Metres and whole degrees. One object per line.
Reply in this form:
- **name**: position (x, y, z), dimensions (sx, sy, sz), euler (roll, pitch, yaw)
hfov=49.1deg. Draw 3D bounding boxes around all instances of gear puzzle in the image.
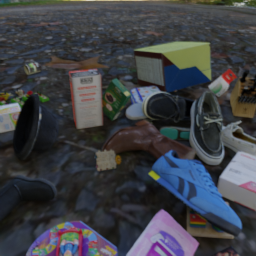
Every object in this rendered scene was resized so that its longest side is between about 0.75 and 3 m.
- **gear puzzle**: position (-0.608, 0.974, 8.536), dimensions (0.153, 0.604, 1.167), euler (-11, -7, 37)

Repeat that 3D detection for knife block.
- **knife block**: position (4.896, -1.657, 11.536), dimensions (0.802, 2.199, 2.505), euler (8, 31, 11)

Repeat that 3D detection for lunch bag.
- **lunch bag**: position (0.804, -1.244, 12.372), dimensions (1.436, 0.677, 1.792), euler (-6, 30, -7)

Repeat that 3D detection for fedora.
- **fedora**: position (-3.007, 0.029, 9.366), dimensions (1.045, 2.288, 2.288), euler (19, 17, -35)

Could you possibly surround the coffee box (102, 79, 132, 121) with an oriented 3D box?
- **coffee box**: position (-0.550, -1.073, 10.963), dimensions (0.945, 1.536, 0.338), euler (47, 46, 11)

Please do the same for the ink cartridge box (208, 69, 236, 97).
- **ink cartridge box**: position (4.408, -2.043, 12.919), dimensions (0.966, 1.200, 0.301), euler (23, 36, -48)

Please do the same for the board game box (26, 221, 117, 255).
- **board game box**: position (-1.214, 2.648, 5.984), dimensions (2.005, 0.390, 1.584), euler (23, 38, 33)

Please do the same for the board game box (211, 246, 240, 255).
- **board game box**: position (2.114, 3.074, 5.388), dimensions (0.974, 0.249, 1.437), euler (-14, 33, -23)

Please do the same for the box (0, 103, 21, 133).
- **box**: position (-4.788, -0.338, 10.669), dimensions (1.427, 0.803, 0.723), euler (-14, 34, -25)

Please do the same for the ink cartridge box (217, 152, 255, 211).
- **ink cartridge box**: position (3.319, 1.423, 7.819), dimensions (1.114, 0.629, 1.521), euler (21, 37, 32)

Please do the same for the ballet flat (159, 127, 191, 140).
- **ballet flat**: position (1.826, 0.200, 10.163), dimensions (1.408, 0.474, 0.448), euler (7, 17, 3)

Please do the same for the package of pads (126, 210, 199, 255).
- **package of pads**: position (0.572, 2.588, 5.496), dimensions (1.061, 0.666, 1.761), euler (40, 44, 11)

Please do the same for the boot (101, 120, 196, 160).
- **boot**: position (0.664, 0.801, 8.885), dimensions (2.255, 0.777, 2.420), euler (-32, 50, -28)

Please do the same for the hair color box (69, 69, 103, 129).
- **hair color box**: position (-1.565, -1.064, 10.572), dimensions (1.080, 2.128, 0.652), euler (-8, 34, -15)

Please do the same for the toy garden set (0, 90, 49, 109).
- **toy garden set**: position (-4.943, -1.433, 12.809), dimensions (1.636, 0.392, 1.963), euler (27, 36, 36)

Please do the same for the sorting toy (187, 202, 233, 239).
- **sorting toy**: position (1.961, 2.104, 6.812), dimensions (1.043, 0.365, 1.050), euler (0, 30, 12)

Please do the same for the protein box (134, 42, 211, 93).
- **protein box**: position (2.123, -3.081, 13.781), dimensions (2.682, 1.823, 2.702), euler (-17, 23, -21)

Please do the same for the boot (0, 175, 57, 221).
- **boot**: position (-2.918, 1.946, 6.888), dimensions (1.550, 0.617, 1.880), euler (2, 22, 29)

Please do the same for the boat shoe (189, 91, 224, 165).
- **boat shoe**: position (2.674, -0.146, 9.522), dimensions (1.060, 1.043, 2.942), euler (7, 46, -7)

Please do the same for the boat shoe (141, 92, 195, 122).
- **boat shoe**: position (1.727, -0.763, 10.588), dimensions (2.844, 1.061, 0.885), euler (3, 6, -37)

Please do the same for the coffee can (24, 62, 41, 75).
- **coffee can**: position (-5.505, -3.438, 16.176), dimensions (0.581, 0.581, 0.793), euler (26, 40, 37)

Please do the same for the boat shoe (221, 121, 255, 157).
- **boat shoe**: position (3.628, 0.195, 9.573), dimensions (0.852, 0.983, 2.305), euler (-14, 33, -22)

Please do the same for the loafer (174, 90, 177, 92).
- **loafer**: position (2.531, -2.133, 14.262), dimensions (0.388, 0.339, 1.080), euler (4, 24, 35)

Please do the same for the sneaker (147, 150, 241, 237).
- **sneaker**: position (1.600, 1.333, 6.652), dimensions (1.151, 0.968, 2.936), euler (-50, 32, -5)

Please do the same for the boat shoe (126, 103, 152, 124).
- **boat shoe**: position (0.790, -0.604, 11.091), dimensions (2.136, 0.730, 0.789), euler (-24, 52, -35)
